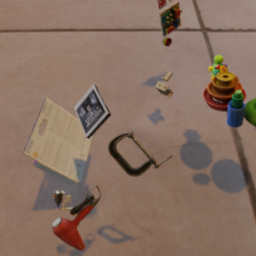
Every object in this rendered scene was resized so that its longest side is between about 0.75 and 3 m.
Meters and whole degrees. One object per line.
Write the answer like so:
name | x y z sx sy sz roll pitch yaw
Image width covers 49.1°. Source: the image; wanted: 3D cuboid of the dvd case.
dvd case | -0.940 -0.433 7.181 0.894 0.147 1.190 -46 47 20

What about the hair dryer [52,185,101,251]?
hair dryer | -1.287 2.377 7.191 1.306 1.714 0.466 0 8 -24

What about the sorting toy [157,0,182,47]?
sorting toy | 1.837 -4.539 11.627 1.084 2.249 0.380 -37 49 -17

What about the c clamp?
c clamp | 0.212 0.578 6.603 1.288 0.174 1.100 44 104 -7

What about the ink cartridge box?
ink cartridge box | -2.214 0.459 9.075 0.479 2.213 2.173 -23 43 37

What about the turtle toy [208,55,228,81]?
turtle toy | 3.129 -2.020 9.557 0.663 0.460 0.910 -11 83 -18

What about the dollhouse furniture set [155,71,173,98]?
dollhouse furniture set | 1.602 -1.748 11.272 0.563 0.566 0.803 33 86 39

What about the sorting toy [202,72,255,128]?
sorting toy | 3.562 -0.941 8.509 2.818 1.157 1.693 23 52 32
